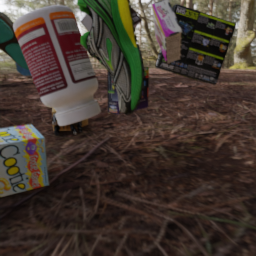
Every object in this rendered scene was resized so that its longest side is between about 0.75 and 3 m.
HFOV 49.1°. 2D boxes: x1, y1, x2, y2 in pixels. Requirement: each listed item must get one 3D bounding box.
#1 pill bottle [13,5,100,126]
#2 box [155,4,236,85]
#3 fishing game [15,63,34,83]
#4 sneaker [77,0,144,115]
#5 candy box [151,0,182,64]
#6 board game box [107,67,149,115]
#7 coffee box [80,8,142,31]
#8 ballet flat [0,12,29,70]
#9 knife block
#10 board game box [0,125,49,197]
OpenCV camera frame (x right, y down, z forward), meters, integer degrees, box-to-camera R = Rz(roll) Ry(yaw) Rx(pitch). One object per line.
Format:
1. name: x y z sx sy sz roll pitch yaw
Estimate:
1. pill bottle: -1.440 -1.270 6.070 1.304 2.309 1.304 -18 10 3
2. box: 2.475 -3.035 10.410 2.414 2.332 0.574 13 10 -9
3. fishing game: -3.560 -2.682 10.721 0.365 1.681 2.348 33 -15 16
4. sneaker: -0.255 -1.175 4.447 0.858 2.015 0.786 -14 9 -2
5. candy box: 1.160 -2.809 8.352 0.510 1.141 1.673 -20 -15 4
6. board game box: 0.034 -1.141 8.205 0.439 1.280 1.549 8 16 35
7. coffee box: -0.444 -3.165 8.326 0.717 1.029 1.799 -35 9 38
8. ballet flat: -3.162 -2.423 7.295 0.827 0.782 2.454 -18 -23 7
9. knife block: -2.592 -0.337 10.621 2.354 0.753 2.067 10 17 30
10. board game box: -2.995 0.763 5.925 2.252 1.181 1.160 -10 19 -30
